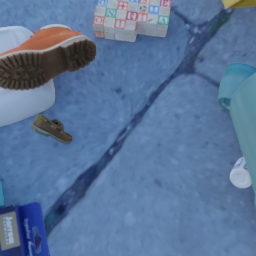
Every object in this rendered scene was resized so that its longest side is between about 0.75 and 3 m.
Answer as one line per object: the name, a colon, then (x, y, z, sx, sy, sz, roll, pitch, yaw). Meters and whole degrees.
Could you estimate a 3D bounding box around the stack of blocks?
stack of blocks: (0.115, -2.959, 7.552, 1.930, 0.565, 1.111, 8, 75, 2)

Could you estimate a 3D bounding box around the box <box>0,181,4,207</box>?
box: (-4.353, 1.710, 5.942, 2.917, 1.200, 0.717, -14, 79, -3)

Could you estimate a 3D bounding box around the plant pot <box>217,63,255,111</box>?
plant pot: (2.640, -0.915, 6.780, 0.969, 0.969, 0.911, 29, 76, 8)

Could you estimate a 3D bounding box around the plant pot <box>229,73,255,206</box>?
plant pot: (3.356, 0.355, 5.146, 2.833, 2.833, 2.775, -7, 54, -2)

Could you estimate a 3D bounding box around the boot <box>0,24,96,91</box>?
boot: (-2.097, -1.691, 6.431, 2.438, 0.915, 1.307, -25, 53, -25)

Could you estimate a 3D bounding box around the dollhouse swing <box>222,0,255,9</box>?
dollhouse swing: (3.604, -4.285, 6.490, 2.672, 2.428, 2.349, -11, 95, -14)

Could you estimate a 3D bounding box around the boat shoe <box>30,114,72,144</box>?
boat shoe: (-1.640, 0.034, 6.394, 0.435, 1.209, 0.411, 28, 89, 30)

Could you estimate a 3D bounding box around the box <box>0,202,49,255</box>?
box: (-3.197, 2.720, 5.941, 2.833, 0.459, 1.716, -13, 75, -10)

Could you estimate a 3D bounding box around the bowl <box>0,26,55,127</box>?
bowl: (-3.284, -1.361, 6.956, 2.466, 0.921, 2.463, -19, 75, -4)

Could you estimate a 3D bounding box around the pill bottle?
pill bottle: (2.652, 0.957, 6.346, 0.480, 0.480, 0.855, 45, 39, 11)
